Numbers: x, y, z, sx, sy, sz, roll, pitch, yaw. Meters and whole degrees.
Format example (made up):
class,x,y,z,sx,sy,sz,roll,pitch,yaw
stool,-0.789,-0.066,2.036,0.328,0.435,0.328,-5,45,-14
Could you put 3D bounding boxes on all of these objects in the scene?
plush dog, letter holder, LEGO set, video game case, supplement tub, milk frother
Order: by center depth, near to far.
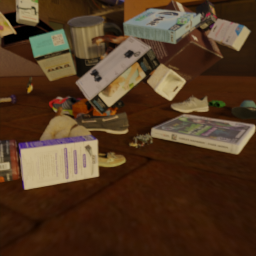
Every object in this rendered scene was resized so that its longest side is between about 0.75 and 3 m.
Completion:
class,x,y,z,sx,sy,sz,roll,pitch,yaw
supplement tub,-3.109,0.744,5.728,1.646,0.880,0.880,-6,15,-21
plush dog,-1.654,0.141,8.182,1.266,1.182,1.474,25,17,4
LEGO set,0.426,0.343,8.610,0.664,0.290,1.023,3,14,11
video game case,2.588,0.083,9.332,2.660,0.342,2.926,11,17,30
letter holder,-3.352,-3.462,10.953,1.825,1.292,2.568,-4,-5,16
milk frother,-1.618,-3.785,12.529,2.265,2.361,2.510,-22,41,-25

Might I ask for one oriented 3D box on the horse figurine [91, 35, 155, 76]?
class,x,y,z,sx,sy,sz,roll,pitch,yaw
horse figurine,-0.083,-2.552,10.180,2.784,0.695,1.845,49,48,10

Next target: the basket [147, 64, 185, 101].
class,x,y,z,sx,sy,sz,roll,pitch,yaw
basket,1.234,-1.493,9.148,0.842,0.834,0.677,27,18,-38

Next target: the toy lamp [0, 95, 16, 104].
class,x,y,z,sx,sy,sz,roll,pitch,yaw
toy lamp,-7.399,-1.550,15.842,0.581,0.581,1.998,11,18,39

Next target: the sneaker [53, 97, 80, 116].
class,x,y,z,sx,sy,sz,roll,pitch,yaw
sneaker,-2.831,-1.080,13.373,1.993,0.807,0.736,9,16,32

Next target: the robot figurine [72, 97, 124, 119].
class,x,y,z,sx,sy,sz,roll,pitch,yaw
robot figurine,-1.312,-0.925,12.575,1.959,0.786,2.702,11,17,16

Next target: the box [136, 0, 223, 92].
class,x,y,z,sx,sy,sz,roll,pitch,yaw
box,1.899,-3.175,11.527,2.157,2.179,2.626,9,-33,-41

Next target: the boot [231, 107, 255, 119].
class,x,y,z,sx,sy,sz,roll,pitch,yaw
boot,5.254,-0.700,12.479,1.446,0.522,1.092,7,12,7

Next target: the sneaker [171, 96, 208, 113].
class,x,y,z,sx,sy,sz,roll,pitch,yaw
sneaker,3.033,-1.211,13.900,1.983,0.813,0.741,-4,14,-17

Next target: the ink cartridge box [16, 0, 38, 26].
class,x,y,z,sx,sy,sz,roll,pitch,yaw
ink cartridge box,-3.079,-3.598,8.546,0.587,0.800,0.332,-2,0,-36

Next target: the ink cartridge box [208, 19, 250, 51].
class,x,y,z,sx,sy,sz,roll,pitch,yaw
ink cartridge box,3.388,-3.176,9.508,0.421,0.714,1.241,16,21,-37

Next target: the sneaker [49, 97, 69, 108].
class,x,y,z,sx,sy,sz,roll,pitch,yaw
sneaker,-3.444,-1.190,14.537,1.780,0.685,0.756,3,24,42

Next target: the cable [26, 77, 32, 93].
class,x,y,z,sx,sy,sz,roll,pitch,yaw
cable,-3.637,-1.680,10.501,0.223,0.431,0.887,21,-34,-21

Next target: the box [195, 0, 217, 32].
class,x,y,z,sx,sy,sz,roll,pitch,yaw
box,2.905,-4.151,10.398,0.477,0.899,0.549,14,-26,-41

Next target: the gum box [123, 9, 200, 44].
class,x,y,z,sx,sy,sz,roll,pitch,yaw
gum box,0.911,-2.792,7.564,1.601,0.357,1.360,22,47,31

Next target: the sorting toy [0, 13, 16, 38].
class,x,y,z,sx,sy,sz,roll,pitch,yaw
sorting toy,-4.065,-3.222,8.642,0.914,0.823,0.488,-14,49,6

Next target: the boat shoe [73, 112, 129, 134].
class,x,y,z,sx,sy,sz,roll,pitch,yaw
boat shoe,-1.208,-0.280,10.219,2.582,0.736,0.863,4,14,17

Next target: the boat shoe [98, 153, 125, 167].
class,x,y,z,sx,sy,sz,roll,pitch,yaw
boat shoe,-0.618,0.735,6.857,1.110,0.349,0.405,-1,14,-5

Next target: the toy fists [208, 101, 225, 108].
class,x,y,z,sx,sy,sz,roll,pitch,yaw
toy fists,4.932,-1.339,15.507,0.478,0.322,0.937,-7,14,-30

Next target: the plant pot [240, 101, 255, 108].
class,x,y,z,sx,sy,sz,roll,pitch,yaw
plant pot,5.855,-1.029,13.688,0.850,0.572,0.850,0,13,0

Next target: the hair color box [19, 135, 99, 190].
class,x,y,z,sx,sy,sz,roll,pitch,yaw
hair color box,-1.443,0.691,5.945,1.571,0.859,0.509,-6,15,-23

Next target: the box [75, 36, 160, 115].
class,x,y,z,sx,sy,sz,roll,pitch,yaw
box,-0.273,-1.282,6.683,1.832,0.551,1.068,-41,42,-1

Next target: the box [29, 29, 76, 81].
class,x,y,z,sx,sy,sz,roll,pitch,yaw
box,-2.504,-2.396,9.678,1.093,0.653,2.656,-17,-4,-8
